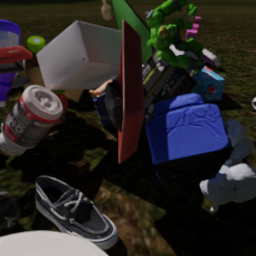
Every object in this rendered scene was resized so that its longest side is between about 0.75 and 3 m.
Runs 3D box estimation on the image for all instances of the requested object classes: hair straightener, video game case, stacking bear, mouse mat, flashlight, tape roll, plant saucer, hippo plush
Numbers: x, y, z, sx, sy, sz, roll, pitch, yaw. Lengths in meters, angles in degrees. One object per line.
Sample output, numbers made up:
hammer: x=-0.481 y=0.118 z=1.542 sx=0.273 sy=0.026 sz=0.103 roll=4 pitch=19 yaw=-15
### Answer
hair straightener: x=-3.251 y=-1.220 z=6.385 sx=0.545 sy=1.025 sz=2.663 roll=40 pitch=28 yaw=-5
video game case: x=0.190 y=-0.779 z=7.966 sx=0.301 sy=1.680 sz=1.523 roll=7 pitch=27 yaw=33
stacking bear: x=-2.627 y=-0.997 z=9.327 sx=1.570 sy=0.953 sz=0.893 roll=27 pitch=45 yaw=29
mouse mat: x=0.147 y=-2.735 z=8.197 sx=0.098 sy=2.612 sz=2.102 roll=-34 pitch=77 yaw=-5
flashlight: x=-2.373 y=-0.153 z=8.156 sx=1.090 sy=0.370 sz=0.369 roll=-23 pitch=53 yaw=-41
tape roll: x=-1.288 y=2.481 z=2.998 sx=3.008 sy=0.550 sz=3.008 roll=-1 pitch=31 yaw=1
plant saucer: x=0.023 y=-0.543 z=4.927 sx=0.341 sy=1.855 sz=1.859 roll=1 pitch=62 yaw=-3
hippo plush: x=1.790 y=0.687 z=5.493 sx=1.843 sy=1.468 sz=1.482 roll=-1 pitch=28 yaw=-3

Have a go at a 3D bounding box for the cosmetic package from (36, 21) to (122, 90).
cosmetic package: x=-1.059 y=-1.704 z=7.029 sx=1.656 sy=1.021 sz=1.661 roll=-21 pitch=-5 yaw=37

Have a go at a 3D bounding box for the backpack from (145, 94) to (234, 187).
backpack: x=0.961 y=0.262 z=4.524 sx=1.202 sy=1.479 sz=1.241 roll=-9 pitch=61 yaw=9

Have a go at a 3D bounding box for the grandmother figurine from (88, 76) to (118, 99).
grandmother figurine: x=-0.367 y=-1.636 z=9.893 sx=1.215 sy=0.607 sz=2.004 roll=40 pitch=72 yaw=20

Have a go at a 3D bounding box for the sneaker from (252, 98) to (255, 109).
sneaker: x=4.864 y=-0.648 z=8.959 sx=0.991 sy=0.630 sz=1.738 roll=-28 pitch=31 yaw=-31

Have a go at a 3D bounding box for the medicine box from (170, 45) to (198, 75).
medicine box: x=1.417 y=-2.327 z=10.627 sx=1.688 sy=0.954 sz=1.853 roll=-49 pitch=38 yaw=-18

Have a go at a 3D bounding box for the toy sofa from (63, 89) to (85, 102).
toy sofa: x=-2.049 y=-1.747 z=10.747 sx=0.957 sy=1.127 sz=2.310 roll=24 pitch=27 yaw=-8

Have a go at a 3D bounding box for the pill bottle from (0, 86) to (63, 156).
pill bottle: x=-2.381 y=-0.098 z=6.641 sx=0.951 sy=1.717 sz=0.951 roll=34 pitch=30 yaw=-22

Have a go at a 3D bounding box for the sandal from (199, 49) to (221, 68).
sandal: x=3.615 y=-3.627 z=14.240 sx=0.650 sy=1.077 sz=2.646 roll=-44 pitch=35 yaw=5

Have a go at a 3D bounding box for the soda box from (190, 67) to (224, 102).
soda box: x=2.731 y=-1.898 z=10.935 sx=0.866 sy=0.819 sz=2.553 roll=-5 pitch=30 yaw=-9

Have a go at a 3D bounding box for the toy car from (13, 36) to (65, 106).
toy car: x=-2.717 y=-1.439 z=8.077 sx=1.446 sy=1.506 sz=1.833 roll=26 pitch=48 yaw=9

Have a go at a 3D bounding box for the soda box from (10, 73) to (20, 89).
soda box: x=-5.027 y=-1.717 z=10.918 sx=0.577 sy=0.516 sz=1.630 roll=21 pitch=35 yaw=34

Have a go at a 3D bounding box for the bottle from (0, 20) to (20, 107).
bottle: x=-3.733 y=-1.823 z=8.066 sx=1.004 sy=2.404 sz=0.785 roll=10 pitch=5 yaw=12

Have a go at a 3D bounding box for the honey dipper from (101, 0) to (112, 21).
honey dipper: x=-0.673 y=-3.526 z=7.645 sx=0.292 sy=0.292 sz=1.538 roll=4 pitch=-15 yaw=6

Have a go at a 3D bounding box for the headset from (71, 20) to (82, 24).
headset: x=-1.471 y=-2.451 z=8.455 sx=0.766 sy=1.630 sz=1.007 roll=14 pitch=53 yaw=-16

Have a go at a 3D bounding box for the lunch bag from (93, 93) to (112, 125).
lunch bag: x=-0.332 y=-0.646 z=8.515 sx=0.936 sy=0.911 sz=1.378 roll=-3 pitch=21 yaw=27

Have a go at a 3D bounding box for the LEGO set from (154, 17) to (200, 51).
LEGO set: x=1.120 y=-1.514 z=7.851 sx=1.132 sy=2.969 sz=1.218 roll=12 pitch=31 yaw=12

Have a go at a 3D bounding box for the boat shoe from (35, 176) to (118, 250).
boat shoe: x=-0.990 y=1.417 z=4.981 sx=1.945 sy=0.659 sz=0.698 roll=23 pitch=36 yaw=36

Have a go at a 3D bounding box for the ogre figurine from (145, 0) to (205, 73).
ogre figurine: x=1.007 y=-2.001 z=6.153 sx=1.044 sy=1.742 sz=0.854 roll=-15 pitch=18 yaw=-13

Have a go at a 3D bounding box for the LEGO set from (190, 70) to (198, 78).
LEGO set: x=1.888 y=-1.432 z=8.437 sx=0.207 sy=0.843 sz=0.630 roll=20 pitch=47 yaw=-11

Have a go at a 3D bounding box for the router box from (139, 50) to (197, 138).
router box: x=0.667 y=-0.782 z=7.102 sx=0.628 sy=2.021 sz=1.515 roll=42 pitch=8 yaw=35

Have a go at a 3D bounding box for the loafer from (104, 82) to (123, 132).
loafer: x=-0.242 y=-0.401 z=5.653 sx=0.398 sy=0.411 sz=1.172 roll=-3 pitch=58 yaw=-22

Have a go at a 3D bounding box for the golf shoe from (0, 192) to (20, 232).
golf shoe: x=-2.916 y=1.709 z=4.523 sx=2.172 sy=0.844 sz=1.026 roll=-20 pitch=13 yaw=-31
